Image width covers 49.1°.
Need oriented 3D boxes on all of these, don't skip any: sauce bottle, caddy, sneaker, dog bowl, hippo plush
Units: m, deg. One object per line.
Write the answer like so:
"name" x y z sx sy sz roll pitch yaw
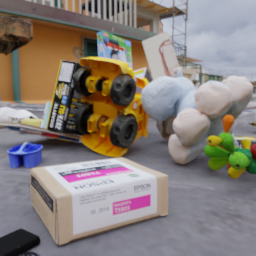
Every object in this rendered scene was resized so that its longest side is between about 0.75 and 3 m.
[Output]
"sauce bottle" -3.708 -0.048 11.979 1.990 0.644 0.644 4 8 8
"caddy" -2.597 0.647 7.099 0.743 0.552 1.051 0 8 -3
"sneaker" -5.632 -0.465 14.252 1.151 0.979 2.601 18 14 20
"dog bowl" 1.658 -0.317 9.793 1.589 1.589 0.466 -8 46 -44
"hippo plush" 1.744 -0.764 7.443 2.979 2.373 2.395 -13 48 -35

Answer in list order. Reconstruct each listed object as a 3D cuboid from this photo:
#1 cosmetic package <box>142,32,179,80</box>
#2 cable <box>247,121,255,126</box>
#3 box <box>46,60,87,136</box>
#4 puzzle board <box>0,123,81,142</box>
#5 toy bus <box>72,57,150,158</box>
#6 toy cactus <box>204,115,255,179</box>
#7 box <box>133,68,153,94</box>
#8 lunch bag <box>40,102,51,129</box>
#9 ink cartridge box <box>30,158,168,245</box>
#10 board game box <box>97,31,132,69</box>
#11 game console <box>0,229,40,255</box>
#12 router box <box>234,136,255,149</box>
"cosmetic package" 1.399 -2.111 10.366 1.040 2.384 1.232 -19 -14 15
"cable" 6.564 -0.153 12.318 2.797 0.704 1.359 -5 9 -35
"box" -1.394 -0.795 9.316 0.664 2.147 2.689 11 0 25
"puzzle board" -2.928 0.172 9.456 1.843 0.213 2.446 1 -11 45
"toy bus" -0.135 -0.814 8.339 1.806 2.661 2.555 19 29 36
"toy cactus" 2.571 0.588 5.809 1.916 1.188 2.323 16 -6 16
"box" -0.086 -1.367 11.576 2.313 1.301 1.172 -12 42 30
"lunch bag" -2.851 -0.333 10.672 0.797 1.114 1.308 13 -4 12
"ink cartridge box" -0.476 0.977 4.324 1.738 0.653 1.432 -4 7 -32
"board game box" -0.407 -2.130 9.326 0.331 1.810 1.369 -7 -7 41
"game console" -1.133 1.413 3.082 1.069 0.129 0.631 6 10 34
"router box" 3.376 0.489 8.950 1.316 0.344 1.035 2 8 15
